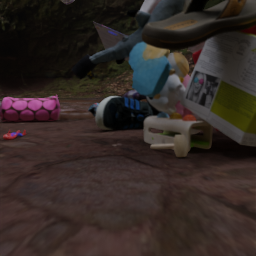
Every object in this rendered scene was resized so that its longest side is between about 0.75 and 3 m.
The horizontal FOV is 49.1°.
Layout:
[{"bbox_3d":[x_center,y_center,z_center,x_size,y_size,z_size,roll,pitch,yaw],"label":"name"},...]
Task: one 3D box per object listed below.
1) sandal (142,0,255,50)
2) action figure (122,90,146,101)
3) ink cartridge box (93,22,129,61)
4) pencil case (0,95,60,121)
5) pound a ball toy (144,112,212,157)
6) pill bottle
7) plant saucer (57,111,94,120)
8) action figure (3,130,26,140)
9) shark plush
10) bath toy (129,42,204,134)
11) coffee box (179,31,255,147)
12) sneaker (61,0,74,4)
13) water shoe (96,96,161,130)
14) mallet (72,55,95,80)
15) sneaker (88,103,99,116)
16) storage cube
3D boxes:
[{"bbox_3d":[1.397,-2.015,4.631,2.765,0.755,1.130,-23,34,-21],"label":"sandal"},{"bbox_3d":[0.997,-1.001,9.734,1.036,1.943,2.986,-17,7,-40],"label":"action figure"},{"bbox_3d":[-0.374,-3.598,11.714,1.874,0.413,1.909,31,-14,22],"label":"ink cartridge box"},{"bbox_3d":[-3.644,-0.746,10.470,2.113,0.990,0.959,-2,-5,-15],"label":"pencil case"},{"bbox_3d":[0.875,0.061,5.579,1.057,0.688,1.620,-5,8,-32],"label":"pound a ball toy"},{"bbox_3d":[1.680,-3.607,9.613,2.482,1.392,1.392,26,-2,-20],"label":"pill bottle"},{"bbox_3d":[-2.222,-0.534,11.673,1.629,0.280,1.629,1,7,0],"label":"plant saucer"},{"bbox_3d":[-2.775,0.161,6.780,0.257,0.203,0.785,4,11,8],"label":"action figure"},{"bbox_3d":[0.369,-2.150,6.070,2.623,1.092,1.192,-22,31,18],"label":"shark plush"},{"bbox_3d":[1.067,-0.801,6.482,1.087,1.279,2.942,36,1,36],"label":"bath toy"},{"bbox_3d":[2.364,-0.753,5.251,1.685,1.669,1.688,7,24,-32],"label":"coffee box"},{"bbox_3d":[-1.194,-2.659,4.736,0.458,1.264,0.721,-16,-18,15],"label":"sneaker"},{"bbox_3d":[0.191,-0.466,8.506,1.073,0.972,2.719,9,12,36],"label":"water shoe"},{"bbox_3d":[-1.688,-2.138,11.146,0.869,0.543,2.638,-43,1,-7],"label":"mallet"},{"bbox_3d":[-1.564,-0.828,12.781,0.682,0.567,1.429,-6,9,-29],"label":"sneaker"},{"bbox_3d":[3.638,-1.427,7.343,2.720,2.325,2.445,-20,4,-34],"label":"storage cube"}]
